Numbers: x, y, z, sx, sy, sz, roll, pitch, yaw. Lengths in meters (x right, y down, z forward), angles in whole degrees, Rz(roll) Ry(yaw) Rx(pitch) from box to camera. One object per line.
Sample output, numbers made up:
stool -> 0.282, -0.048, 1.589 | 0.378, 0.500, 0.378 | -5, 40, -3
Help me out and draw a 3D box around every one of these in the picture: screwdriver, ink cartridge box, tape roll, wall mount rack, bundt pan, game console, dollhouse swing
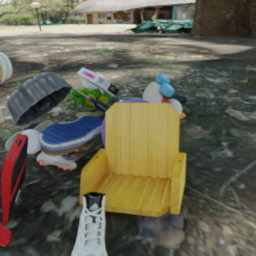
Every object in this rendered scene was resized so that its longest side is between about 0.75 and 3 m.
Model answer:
screwdriver -> -1.667, -1.281, 10.938 | 2.445, 0.356, 0.341 | 36, 35, -8
ink cartridge box -> -1.398, -2.031, 12.076 | 1.129, 0.442, 2.384 | 32, 0, -38
tape roll -> 0.212, 0.109, 7.599 | 1.774, 1.774, 0.754 | 3, 2, 8
wall mount rack -> -3.986, -0.952, 11.438 | 2.230, 0.832, 1.938 | -13, 15, -31
bundt pan -> -3.087, -1.060, 9.538 | 2.337, 0.877, 2.337 | -38, 0, 0
game console -> -2.444, 1.000, 6.021 | 0.245, 1.396, 1.579 | 10, 24, -11
dollhouse swing -> 0.153, 0.553, 6.306 | 2.163, 1.901, 1.965 | 3, 19, 16

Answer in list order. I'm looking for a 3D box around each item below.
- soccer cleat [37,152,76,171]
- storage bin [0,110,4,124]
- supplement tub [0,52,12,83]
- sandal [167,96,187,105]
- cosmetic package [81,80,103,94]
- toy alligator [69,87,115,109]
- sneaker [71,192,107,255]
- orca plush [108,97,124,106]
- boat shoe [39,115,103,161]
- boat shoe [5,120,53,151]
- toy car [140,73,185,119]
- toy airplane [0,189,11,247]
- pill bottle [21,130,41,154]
soccer cleat -> -1.942, 0.847, 7.668 | 1.194, 0.414, 0.463 | 7, 52, 17
storage bin -> -5.588, -0.428, 10.478 | 1.294, 0.606, 1.284 | 16, 29, 34
supplement tub -> -7.845, -3.129, 15.131 | 1.852, 1.852, 2.564 | 13, 27, 27
sandal -> 1.502, -1.256, 12.366 | 2.548, 0.610, 0.958 | -16, 28, -32
cosmetic package -> -1.803, -1.940, 13.977 | 0.858, 0.580, 1.631 | -6, 24, -13
toy alligator -> -1.838, -1.182, 11.573 | 2.882, 0.782, 0.855 | 2, 31, -36
sneaker -> -0.695, 1.768, 4.925 | 0.654, 0.998, 1.734 | -2, 24, -5
orca plush -> -0.264, -0.100, 9.682 | 1.481, 1.001, 2.816 | 32, 21, -23
boat shoe -> -1.414, 0.387, 7.436 | 0.936, 0.938, 2.591 | 25, 19, 17
boat shoe -> -3.177, 0.252, 8.945 | 0.531, 0.615, 1.694 | 2, 28, 44
toy car -> 1.472, -0.897, 10.862 | 1.712, 1.578, 1.514 | 27, 28, -23
toy airplane -> -3.121, 1.227, 5.415 | 0.464, 2.524, 2.524 | -50, 39, -8
pill bottle -> -2.764, 0.391, 8.003 | 0.676, 0.676, 1.196 | -5, 0, -11
